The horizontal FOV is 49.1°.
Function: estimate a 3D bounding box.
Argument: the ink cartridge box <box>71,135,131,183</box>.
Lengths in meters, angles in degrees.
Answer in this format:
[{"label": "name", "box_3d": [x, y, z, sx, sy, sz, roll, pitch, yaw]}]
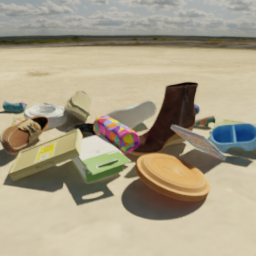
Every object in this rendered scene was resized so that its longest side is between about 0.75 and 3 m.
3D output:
[{"label": "ink cartridge box", "box_3d": [-0.888, 0.980, 8.352, 1.161, 0.663, 2.237, -14, 24, -23]}]

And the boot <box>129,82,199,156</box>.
[{"label": "boot", "box_3d": [1.146, -0.352, 9.479, 2.734, 2.275, 0.989, -14, 32, -25]}]

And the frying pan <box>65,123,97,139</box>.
[{"label": "frying pan", "box_3d": [-1.739, 0.429, 10.309, 1.363, 0.367, 2.253, -1, 30, 5]}]

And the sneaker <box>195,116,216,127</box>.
[{"label": "sneaker", "box_3d": [3.242, -0.211, 12.013, 1.010, 0.404, 0.360, -16, 6, 20]}]

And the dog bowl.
[{"label": "dog bowl", "box_3d": [3.573, 0.293, 9.447, 1.685, 0.418, 0.939, -5, 57, 19]}]

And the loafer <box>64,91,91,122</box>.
[{"label": "loafer", "box_3d": [-2.257, -1.137, 12.966, 1.115, 1.006, 2.947, 33, 7, -25]}]

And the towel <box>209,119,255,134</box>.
[{"label": "towel", "box_3d": [4.498, 0.230, 10.419, 2.741, 0.500, 2.033, 10, 18, 25]}]

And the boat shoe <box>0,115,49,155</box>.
[{"label": "boat shoe", "box_3d": [-3.604, 0.103, 9.967, 0.906, 0.955, 2.523, -27, 17, 16]}]

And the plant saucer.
[{"label": "plant saucer", "box_3d": [1.209, 1.220, 7.525, 2.056, 0.332, 2.056, 15, 18, -5]}]

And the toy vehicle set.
[{"label": "toy vehicle set", "box_3d": [-2.417, 0.773, 8.428, 2.086, 0.276, 1.296, -21, 25, 4]}]

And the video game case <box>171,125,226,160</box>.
[{"label": "video game case", "box_3d": [2.266, 0.475, 8.990, 1.248, 0.157, 1.742, 24, -7, 47]}]

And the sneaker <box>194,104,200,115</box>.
[{"label": "sneaker", "box_3d": [2.359, -0.721, 12.918, 1.839, 0.680, 0.756, -1, 20, 19]}]

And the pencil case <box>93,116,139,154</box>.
[{"label": "pencil case", "box_3d": [-0.443, 0.198, 9.381, 0.860, 0.860, 1.945, -12, 24, -29]}]

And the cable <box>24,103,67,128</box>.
[{"label": "cable", "box_3d": [-3.664, -0.532, 12.422, 1.838, 0.637, 1.839, 11, 24, 22]}]

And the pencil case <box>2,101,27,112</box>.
[{"label": "pencil case", "box_3d": [-5.671, -1.073, 13.983, 1.103, 0.510, 0.470, 2, 17, 6]}]

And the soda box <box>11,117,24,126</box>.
[{"label": "soda box", "box_3d": [-4.406, -0.004, 11.244, 0.454, 0.481, 1.419, -6, 22, -15]}]

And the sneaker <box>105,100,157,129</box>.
[{"label": "sneaker", "box_3d": [-0.077, -0.335, 11.859, 2.729, 1.009, 1.118, -19, -6, -27]}]
